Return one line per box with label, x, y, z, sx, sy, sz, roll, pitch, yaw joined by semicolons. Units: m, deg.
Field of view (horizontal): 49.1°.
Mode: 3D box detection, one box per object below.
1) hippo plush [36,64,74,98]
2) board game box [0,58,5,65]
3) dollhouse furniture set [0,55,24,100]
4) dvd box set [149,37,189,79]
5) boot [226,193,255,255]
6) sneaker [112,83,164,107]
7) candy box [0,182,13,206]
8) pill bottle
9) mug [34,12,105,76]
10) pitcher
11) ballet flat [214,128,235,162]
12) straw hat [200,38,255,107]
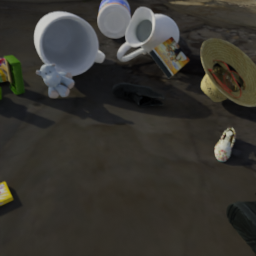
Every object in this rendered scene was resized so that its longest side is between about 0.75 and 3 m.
hippo plush;-2.252;-1.620;8.707;0.974;0.984;1.223;-27;74;-10
board game box;-5.177;-2.709;11.222;0.813;0.158;0.642;-15;39;-19
dollhouse furniture set;-4.558;-1.878;9.211;1.438;1.101;2.194;-22;43;-32
dvd box set;1.491;-2.529;9.937;1.135;0.228;1.551;52;47;-5
boot;2.846;1.794;4.820;1.572;0.710;1.918;-10;37;-19
sneaker;0.280;-1.000;8.666;1.600;0.480;0.834;3;32;-2
candy box;-2.902;1.486;5.648;1.000;0.132;0.511;-23;45;-28
pill bottle;-0.680;-5.681;13.993;1.588;1.588;2.833;-2;36;-2
mug;-2.145;-3.137;10.545;2.750;2.031;2.411;15;18;-32
pitcher;0.791;-3.462;11.081;1.556;2.202;2.566;53;30;13
ballet flat;2.410;0.372;6.946;0.424;0.358;1.121;17;40;19
straw hat;2.811;-1.391;8.449;2.573;1.089;2.573;15;54;-21
